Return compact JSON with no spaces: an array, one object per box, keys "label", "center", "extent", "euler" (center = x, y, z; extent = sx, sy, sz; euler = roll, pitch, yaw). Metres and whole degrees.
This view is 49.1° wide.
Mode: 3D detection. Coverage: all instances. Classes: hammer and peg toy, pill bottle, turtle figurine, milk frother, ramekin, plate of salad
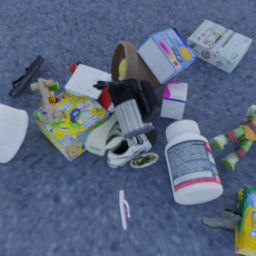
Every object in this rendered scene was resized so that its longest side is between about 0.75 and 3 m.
[{"label":"hammer and peg toy","center":[-2.370,-0.798,8.739],"extent":[0.652,1.850,1.361],"euler":[-14,95,-4]},{"label":"pill bottle","center":[2.019,1.075,9.195],"extent":[1.501,1.501,2.510],"euler":[-6,58,-3]},{"label":"turtle figurine","center":[4.264,0.304,9.344],"extent":[2.489,1.847,2.567],"euler":[-33,41,-7]},{"label":"milk frother","center":[-0.145,-0.644,8.759],"extent":[1.843,1.663,1.733],"euler":[-12,77,-29]},{"label":"ramekin","center":[-4.269,0.132,9.383],"extent":[1.904,0.928,1.904],"euler":[-25,52,37]},{"label":"plate of salad","center":[0.537,1.059,9.534],"extent":[0.986,0.237,0.986],"euler":[-17,18,6]}]

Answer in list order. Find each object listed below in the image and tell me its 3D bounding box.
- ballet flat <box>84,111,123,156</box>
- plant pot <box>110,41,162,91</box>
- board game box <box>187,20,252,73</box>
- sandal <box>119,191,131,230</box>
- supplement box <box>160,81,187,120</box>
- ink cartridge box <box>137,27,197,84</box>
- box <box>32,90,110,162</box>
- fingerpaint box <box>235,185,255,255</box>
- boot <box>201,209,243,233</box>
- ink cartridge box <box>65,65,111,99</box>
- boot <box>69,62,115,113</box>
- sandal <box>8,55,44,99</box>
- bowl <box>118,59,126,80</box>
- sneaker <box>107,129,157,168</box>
[{"label":"ballet flat","center":[-0.448,0.074,9.806],"extent":[0.948,0.948,2.729],"euler":[27,41,16]},{"label":"plant pot","center":[0.412,-2.265,11.146],"extent":[1.836,2.106,2.106],"euler":[1,56,-21]},{"label":"board game box","center":[4.027,-3.705,12.598],"extent":[2.330,0.749,1.719],"euler":[34,63,17]},{"label":"sandal","center":[-0.077,2.370,8.278],"extent":[0.304,0.503,1.235],"euler":[-9,46,0]},{"label":"supplement box","center":[1.742,-1.069,10.561],"extent":[0.802,0.819,1.585],"euler":[11,36,9]},{"label":"ink cartridge box","center":[1.606,-2.851,10.690],"extent":[1.597,0.894,2.341],"euler":[54,41,-1]},{"label":"box","center":[-1.996,-0.215,10.157],"extent":[1.971,1.202,1.898],"euler":[-39,66,-21]},{"label":"fingerpaint box","center":[4.527,2.972,8.403],"extent":[2.325,0.853,1.939],"euler":[12,59,7]},{"label":"boot","center":[2.791,2.678,8.378],"extent":[1.086,0.709,0.368],"euler":[13,24,1]},{"label":"ink cartridge box","center":[-1.378,-1.561,9.809],"extent":[1.367,0.323,1.095],"euler":[22,70,20]},{"label":"boot","center":[-1.349,-1.578,10.409],"extent":[1.796,0.901,2.489],"euler":[23,25,-31]},{"label":"sandal","center":[-4.266,-2.118,11.498],"extent":[0.521,0.926,2.435],"euler":[31,51,-15]},{"label":"bowl","center":[0.059,-2.021,11.141],"extent":[0.722,1.341,1.341],"euler":[-43,64,9]},{"label":"sneaker","center":[0.207,0.563,9.852],"extent":[2.152,0.952,0.797],"euler":[-35,64,-21]}]
